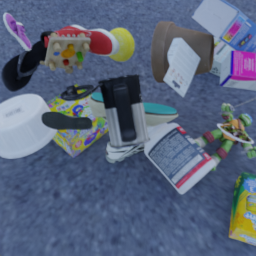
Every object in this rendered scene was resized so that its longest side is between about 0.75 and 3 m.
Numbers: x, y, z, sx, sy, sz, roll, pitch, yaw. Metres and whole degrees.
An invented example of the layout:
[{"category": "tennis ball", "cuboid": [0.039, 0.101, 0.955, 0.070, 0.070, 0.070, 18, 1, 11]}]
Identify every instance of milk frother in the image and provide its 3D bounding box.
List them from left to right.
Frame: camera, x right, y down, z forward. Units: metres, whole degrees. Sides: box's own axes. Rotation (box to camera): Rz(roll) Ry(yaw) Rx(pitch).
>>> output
[{"category": "milk frother", "cuboid": [-0.536, -0.343, 7.043, 1.843, 1.733, 1.663, -8, 6, 18]}]

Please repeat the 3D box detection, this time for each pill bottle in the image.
[{"category": "pill bottle", "cuboid": [1.415, 0.732, 9.103, 1.501, 1.501, 2.510, -34, 70, -24]}]

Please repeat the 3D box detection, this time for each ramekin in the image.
[{"category": "ramekin", "cuboid": [-3.032, -0.131, 7.893, 1.904, 0.928, 1.904, -11, 37, 8]}]

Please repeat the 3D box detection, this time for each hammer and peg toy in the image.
[{"category": "hammer and peg toy", "cuboid": [-2.108, -2.319, 9.318, 1.361, 1.850, 0.652, -9, 68, -29]}]

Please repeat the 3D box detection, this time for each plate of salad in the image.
[{"category": "plate of salad", "cuboid": [2.746, 0.101, 7.127, 0.986, 0.237, 0.986, 21, 19, -8]}]

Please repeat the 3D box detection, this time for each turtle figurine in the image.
[{"category": "turtle figurine", "cuboid": [3.490, 0.211, 9.367, 2.489, 1.847, 2.567, -36, 25, -9]}]

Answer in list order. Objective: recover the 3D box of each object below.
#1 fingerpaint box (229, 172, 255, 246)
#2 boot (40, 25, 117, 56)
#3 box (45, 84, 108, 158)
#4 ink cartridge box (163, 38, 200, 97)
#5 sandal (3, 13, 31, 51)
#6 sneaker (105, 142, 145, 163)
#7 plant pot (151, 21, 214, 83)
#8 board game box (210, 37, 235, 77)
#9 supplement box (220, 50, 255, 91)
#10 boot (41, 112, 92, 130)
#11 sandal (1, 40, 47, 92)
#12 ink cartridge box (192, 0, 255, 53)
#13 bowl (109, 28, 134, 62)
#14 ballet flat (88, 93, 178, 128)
[{"category": "fingerpaint box", "cuboid": [4.359, 2.581, 8.288, 2.325, 0.853, 1.939, 15, 53, 12]}, {"category": "boot", "cuboid": [-1.769, -2.880, 9.560, 2.489, 0.901, 1.796, 23, 36, 31]}, {"category": "box", "cuboid": [-1.959, -0.312, 10.379, 1.898, 1.202, 1.971, 37, 59, 26]}, {"category": "ink cartridge box", "cuboid": [1.507, -1.750, 8.254, 0.323, 1.095, 1.367, 16, 79, 49]}, {"category": "sandal", "cuboid": [-2.862, -2.572, 7.438, 0.304, 1.235, 0.503, -12, 66, 6]}, {"category": "sneaker", "cuboid": [0.176, 0.429, 9.976, 2.152, 0.952, 0.797, -29, 55, -23]}, {"category": "plant pot", "cuboid": [1.950, -2.574, 9.615, 1.836, 2.106, 2.106, 6, 50, 22]}, {"category": "board game box", "cuboid": [3.988, -3.479, 13.230, 2.330, 0.749, 1.719, 31, 57, 21]}, {"category": "supplement box", "cuboid": [3.565, -1.597, 8.040, 1.585, 0.802, 0.819, 9, 76, 0]}, {"category": "boot", "cuboid": [-1.307, -0.086, 6.096, 1.086, 0.709, 0.368, 8, 84, -10]}, {"category": "sandal", "cuboid": [-3.465, -2.268, 9.685, 0.521, 0.926, 2.435, -12, 42, 46]}, {"category": "ink cartridge box", "cuboid": [3.261, -2.915, 8.474, 2.341, 0.894, 1.597, 17, 32, -37]}, {"category": "bowl", "cuboid": [-0.487, -3.295, 11.240, 1.341, 1.341, 0.722, 28, 31, 21]}, {"category": "ballet flat", "cuboid": [0.098, -0.399, 8.439, 2.729, 0.948, 0.948, 14, 53, 12]}]
